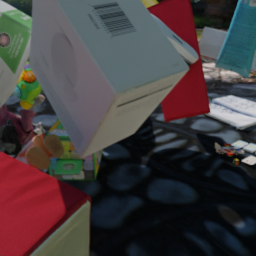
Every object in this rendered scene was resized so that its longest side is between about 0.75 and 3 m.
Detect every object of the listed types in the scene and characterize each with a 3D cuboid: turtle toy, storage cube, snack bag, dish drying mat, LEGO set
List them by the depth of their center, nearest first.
[{"bbox_3d":[-1.977,1.686,2.873,2.364,2.630,2.248,19,29,24],"label":"storage cube"},{"bbox_3d":[1.145,-1.651,6.623,1.117,2.908,0.265,-12,-9,27],"label":"dish drying mat"},{"bbox_3d":[-2.746,-1.295,7.613,0.775,1.118,1.534,36,15,-40],"label":"turtle toy"},{"bbox_3d":[3.213,0.624,7.905,1.473,0.361,1.100,-17,26,-33],"label":"LEGO set"},{"bbox_3d":[4.193,-0.692,10.902,2.533,0.271,2.388,-15,29,-29],"label":"snack bag"}]

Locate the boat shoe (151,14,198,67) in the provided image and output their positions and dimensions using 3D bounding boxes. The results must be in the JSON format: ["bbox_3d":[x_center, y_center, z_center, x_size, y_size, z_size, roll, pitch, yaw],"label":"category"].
[{"bbox_3d":[0.694,-1.762,5.856,1.734,0.588,0.622,26,39,-32],"label":"boat shoe"}]

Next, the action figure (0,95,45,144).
[{"bbox_3d":[-3.467,-0.154,8.017,2.509,1.681,1.868,28,33,-15],"label":"action figure"}]

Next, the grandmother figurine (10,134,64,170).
[{"bbox_3d":[-1.631,0.502,4.418,1.632,0.494,0.990,-21,7,43],"label":"grandmother figurine"}]

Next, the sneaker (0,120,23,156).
[{"bbox_3d":[-3.306,0.602,6.806,0.831,1.252,2.201,2,24,4],"label":"sneaker"}]

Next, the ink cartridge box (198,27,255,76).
[{"bbox_3d":[3.424,-2.282,8.780,2.083,0.873,1.829,26,15,27],"label":"ink cartridge box"}]

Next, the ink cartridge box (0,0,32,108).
[{"bbox_3d":[-3.526,-1.955,5.890,2.702,1.963,1.182,25,23,-17],"label":"ink cartridge box"}]

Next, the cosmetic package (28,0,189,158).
[{"bbox_3d":[-0.530,-0.991,4.533,1.311,2.133,2.126,-24,76,-31],"label":"cosmetic package"}]

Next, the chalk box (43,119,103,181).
[{"bbox_3d":[-1.341,0.536,7.040,1.189,1.183,1.911,0,24,2],"label":"chalk box"}]

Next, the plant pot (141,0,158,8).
[{"bbox_3d":[0.354,-3.007,9.049,2.789,2.789,2.623,-9,60,-19],"label":"plant pot"}]

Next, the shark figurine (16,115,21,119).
[{"bbox_3d":[-4.405,-0.104,8.766,1.456,1.017,2.437,-2,22,-1],"label":"shark figurine"}]

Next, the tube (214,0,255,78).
[{"bbox_3d":[2.722,-2.320,6.489,0.892,2.304,0.581,28,43,26],"label":"tube"}]
